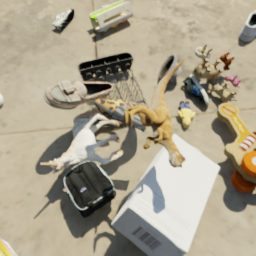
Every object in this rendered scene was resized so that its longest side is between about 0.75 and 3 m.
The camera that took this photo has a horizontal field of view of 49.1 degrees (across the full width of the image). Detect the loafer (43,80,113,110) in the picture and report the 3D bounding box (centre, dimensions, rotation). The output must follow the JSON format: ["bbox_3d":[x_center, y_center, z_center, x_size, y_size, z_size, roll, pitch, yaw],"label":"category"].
[{"bbox_3d":[-1.342,-1.065,8.048,2.354,0.740,0.846,-13,70,-56],"label":"loafer"}]

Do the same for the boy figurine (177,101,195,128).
[{"bbox_3d":[1.955,-0.451,9.354,0.605,0.313,0.973,0,58,-3],"label":"boy figurine"}]

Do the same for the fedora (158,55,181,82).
[{"bbox_3d":[1.577,-2.079,10.187,0.517,1.012,1.145,32,29,-16],"label":"fedora"}]

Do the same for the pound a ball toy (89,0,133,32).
[{"bbox_3d":[-0.695,-4.824,12.056,1.959,0.832,1.277,-32,37,-19],"label":"pound a ball toy"}]

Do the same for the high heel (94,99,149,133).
[{"bbox_3d":[-0.167,-0.569,7.945,1.486,2.085,0.744,26,103,-6],"label":"high heel"}]

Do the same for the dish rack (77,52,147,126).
[{"bbox_3d":[-0.471,-1.325,9.686,2.026,0.720,2.641,-16,59,-8],"label":"dish rack"}]

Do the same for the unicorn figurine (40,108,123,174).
[{"bbox_3d":[-1.198,0.431,8.196,1.954,1.050,2.844,-11,30,0],"label":"unicorn figurine"}]

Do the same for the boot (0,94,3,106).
[{"bbox_3d":[-5.752,-1.362,9.346,2.894,1.307,1.053,10,57,6],"label":"boot"}]

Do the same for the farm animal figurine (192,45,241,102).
[{"bbox_3d":[3.020,-1.833,9.875,1.743,0.919,1.763,16,66,-17],"label":"farm animal figurine"}]

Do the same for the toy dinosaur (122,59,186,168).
[{"bbox_3d":[0.605,-0.294,5.912,1.343,0.764,2.529,3,65,-12],"label":"toy dinosaur"}]

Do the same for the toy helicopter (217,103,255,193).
[{"bbox_3d":[3.687,0.337,8.385,1.965,1.172,2.972,-13,53,-9],"label":"toy helicopter"}]

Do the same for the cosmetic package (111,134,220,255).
[{"bbox_3d":[1.018,1.604,6.863,1.567,1.127,2.778,38,44,6],"label":"cosmetic package"}]

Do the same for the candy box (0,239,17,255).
[{"bbox_3d":[-3.333,3.711,6.470,1.240,0.555,1.818,38,64,23],"label":"candy box"}]

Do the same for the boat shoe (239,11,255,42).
[{"bbox_3d":[5.460,-4.507,11.734,0.847,0.769,2.303,27,61,17],"label":"boat shoe"}]

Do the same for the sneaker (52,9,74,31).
[{"bbox_3d":[-2.797,-4.756,12.071,0.579,0.485,1.309,23,59,11],"label":"sneaker"}]

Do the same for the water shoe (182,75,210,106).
[{"bbox_3d":[2.393,-1.243,9.872,0.531,0.481,1.346,-31,60,13],"label":"water shoe"}]

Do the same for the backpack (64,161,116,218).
[{"bbox_3d":[-1.060,1.612,7.576,1.169,0.992,1.317,-32,59,-18],"label":"backpack"}]
